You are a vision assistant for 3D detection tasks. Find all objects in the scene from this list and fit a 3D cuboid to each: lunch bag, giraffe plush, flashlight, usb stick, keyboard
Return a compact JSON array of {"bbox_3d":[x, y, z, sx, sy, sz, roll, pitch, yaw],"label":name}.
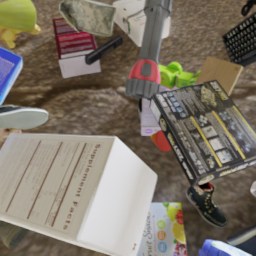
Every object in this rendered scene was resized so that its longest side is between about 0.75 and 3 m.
[{"bbox_3d":[-1.240,-3.252,8.234,1.603,0.942,1.314,9,17,-12],"label":"lunch bag"},{"bbox_3d":[-4.815,-4.154,11.696,1.520,1.762,1.429,42,97,14],"label":"giraffe plush"},{"bbox_3d":[0.598,-2.159,7.448,0.951,0.954,2.809,8,88,44],"label":"flashlight"},{"bbox_3d":[-0.843,-2.734,9.818,1.643,0.456,0.268,-38,63,-20],"label":"usb stick"},{"bbox_3d":[2.386,3.278,5.352,2.207,2.596,1.654,21,56,28],"label":"lunch bag"},{"bbox_3d":[3.530,-2.814,7.816,0.384,2.995,1.798,-14,90,-12],"label":"keyboard"}]

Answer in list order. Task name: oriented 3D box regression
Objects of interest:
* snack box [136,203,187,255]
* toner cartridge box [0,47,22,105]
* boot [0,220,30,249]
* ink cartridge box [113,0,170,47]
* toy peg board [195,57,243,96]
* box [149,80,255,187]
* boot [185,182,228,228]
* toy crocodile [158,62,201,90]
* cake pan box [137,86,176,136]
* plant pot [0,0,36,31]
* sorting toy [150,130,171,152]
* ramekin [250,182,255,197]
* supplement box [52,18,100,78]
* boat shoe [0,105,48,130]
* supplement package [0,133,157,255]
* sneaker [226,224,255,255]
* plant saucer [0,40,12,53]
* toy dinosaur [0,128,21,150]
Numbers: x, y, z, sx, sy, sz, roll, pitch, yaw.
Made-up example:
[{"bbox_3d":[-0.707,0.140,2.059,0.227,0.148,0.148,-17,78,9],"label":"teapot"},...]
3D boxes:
[{"bbox_3d":[0.660,2.843,7.087,1.496,0.600,1.773,1,54,-1],"label":"snack box"},{"bbox_3d":[-3.201,-0.654,5.686,1.114,0.506,2.346,26,68,-13],"label":"toner cartridge box"},{"bbox_3d":[-3.351,2.028,7.692,2.041,0.741,1.856,27,57,25],"label":"boot"},{"bbox_3d":[0.564,-4.742,12.229,1.622,0.936,2.220,-27,59,-18],"label":"ink cartridge box"},{"bbox_3d":[2.256,-1.165,6.976,0.923,0.454,0.927,29,98,36],"label":"toy peg board"},{"bbox_3d":[1.538,-0.007,5.576,1.610,0.491,1.998,-16,58,-15],"label":"box"},{"bbox_3d":[2.145,1.970,7.437,0.496,1.038,1.374,-34,62,-22],"label":"boot"},{"bbox_3d":[1.602,-1.348,8.259,2.450,0.756,0.827,21,42,22],"label":"toy crocodile"},{"bbox_3d":[1.522,-0.743,9.621,2.394,0.626,2.205,0,53,0],"label":"cake pan box"},{"bbox_3d":[-3.537,-3.425,8.479,0.993,0.993,1.062,35,36,22],"label":"plant pot"},{"bbox_3d":[1.276,-0.053,7.583,1.862,0.646,0.641,-34,22,-26],"label":"sorting toy"},{"bbox_3d":[4.347,1.543,6.799,2.296,2.296,1.205,27,81,18],"label":"ramekin"},{"bbox_3d":[-2.123,-3.373,11.310,1.528,0.855,2.808,-11,56,-7],"label":"supplement box"},{"bbox_3d":[-2.889,-0.300,6.868,1.758,0.665,0.530,-7,45,-33],"label":"boat shoe"},{"bbox_3d":[-1.180,1.198,5.297,2.827,1.652,1.658,1,60,34],"label":"supplement package"},{"bbox_3d":[3.718,2.841,7.068,2.391,0.839,0.981,-18,70,-6],"label":"sneaker"},{"bbox_3d":[-3.955,-2.430,8.765,1.425,1.425,0.210,36,74,22],"label":"plant saucer"},{"bbox_3d":[-4.054,0.134,9.009,1.600,0.687,1.084,18,48,27],"label":"toy dinosaur"}]
